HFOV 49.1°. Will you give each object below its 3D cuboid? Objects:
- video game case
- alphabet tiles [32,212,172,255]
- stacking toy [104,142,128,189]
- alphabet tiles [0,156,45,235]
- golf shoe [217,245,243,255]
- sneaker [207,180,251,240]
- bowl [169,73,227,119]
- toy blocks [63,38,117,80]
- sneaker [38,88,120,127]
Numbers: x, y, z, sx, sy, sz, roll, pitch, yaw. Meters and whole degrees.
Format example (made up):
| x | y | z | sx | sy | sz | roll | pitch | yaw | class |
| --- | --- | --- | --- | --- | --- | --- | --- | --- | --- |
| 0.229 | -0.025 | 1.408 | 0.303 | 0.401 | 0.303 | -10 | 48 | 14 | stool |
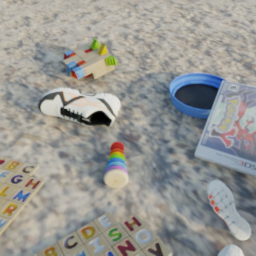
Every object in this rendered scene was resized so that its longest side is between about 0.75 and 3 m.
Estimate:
| x | y | z | sx | sy | sz | roll | pitch | yaw | class |
| --- | --- | --- | --- | --- | --- | --- | --- | --- | --- |
| 3.628 | 0.018 | 8.443 | 2.457 | 0.310 | 2.696 | 18 | 77 | 25 | video game case |
| -0.651 | 2.972 | 5.926 | 2.932 | 0.111 | 2.451 | -24 | 32 | -24 | alphabet tiles |
| -0.351 | 1.007 | 8.325 | 0.681 | 0.681 | 1.594 | -1 | 34 | -1 | stacking toy |
| -3.819 | 1.742 | 7.429 | 2.446 | 0.093 | 2.940 | 12 | 33 | 13 | alphabet tiles |
| 1.978 | 3.149 | 5.611 | 0.713 | 0.905 | 1.965 | 20 | 44 | 22 | golf shoe |
| 2.372 | 2.009 | 6.864 | 0.575 | 0.611 | 1.493 | -26 | 76 | 0 | sneaker |
| 2.881 | -1.277 | 10.921 | 2.573 | 0.505 | 2.573 | 0 | 41 | 0 | bowl |
| -1.934 | -2.852 | 12.304 | 1.872 | 1.369 | 2.739 | -30 | 44 | -16 | toy blocks |
| -1.766 | -0.665 | 9.830 | 2.913 | 1.074 | 1.165 | 2 | 43 | 3 | sneaker |
